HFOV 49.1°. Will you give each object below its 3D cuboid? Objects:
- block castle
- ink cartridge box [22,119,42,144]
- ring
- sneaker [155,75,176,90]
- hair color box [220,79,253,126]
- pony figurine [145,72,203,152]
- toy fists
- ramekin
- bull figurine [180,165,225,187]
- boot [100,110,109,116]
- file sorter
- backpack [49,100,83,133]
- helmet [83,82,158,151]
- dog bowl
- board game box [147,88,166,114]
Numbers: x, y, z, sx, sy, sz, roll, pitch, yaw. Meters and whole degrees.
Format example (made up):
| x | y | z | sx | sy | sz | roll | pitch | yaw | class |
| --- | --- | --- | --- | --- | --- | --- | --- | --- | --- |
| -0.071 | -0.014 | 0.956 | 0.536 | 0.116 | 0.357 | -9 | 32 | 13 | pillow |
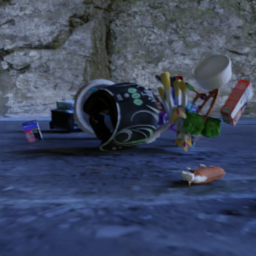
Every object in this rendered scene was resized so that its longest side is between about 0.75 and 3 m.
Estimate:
| x | y | z | sx | sy | sz | roll | pitch | yaw | class |
| --- | --- | --- | --- | --- | --- | --- | --- | --- | --- |
| 2.593 | -1.501 | 12.848 | 1.790 | 1.196 | 0.840 | 32 | 9 | -20 | block castle |
| -3.768 | 0.152 | 11.016 | 0.545 | 1.151 | 0.213 | -16 | 53 | -16 | ink cartridge box |
| 3.217 | -0.690 | 12.262 | 0.234 | 2.443 | 2.443 | 30 | 5 | 1 | ring |
| 1.710 | -1.994 | 11.866 | 1.289 | 0.583 | 0.429 | 42 | 21 | 27 | sneaker |
| 3.396 | -0.785 | 8.743 | 0.409 | 1.281 | 0.710 | 27 | -13 | 38 | hair color box |
| 1.652 | -0.341 | 10.038 | 2.225 | 2.672 | 2.580 | -8 | -12 | -1 | pony figurine |
| 2.359 | -0.037 | 8.907 | 1.319 | 0.672 | 0.454 | 10 | 18 | -18 | toy fists |
| 2.679 | -1.738 | 8.903 | 1.245 | 0.580 | 1.245 | -21 | 37 | 17 | ramekin |
| 1.392 | 0.913 | 5.460 | 0.969 | 0.316 | 0.588 | -1 | 4 | -19 | bull figurine |
| -0.592 | -1.009 | 11.275 | 0.495 | 1.311 | 0.483 | 27 | -17 | 41 | boot |
| -0.817 | -1.034 | 12.679 | 1.724 | 1.196 | 1.057 | 14 | 9 | 12 | file sorter |
| -3.208 | -0.741 | 17.541 | 2.457 | 1.973 | 2.685 | 8 | 4 | 41 | backpack |
| -0.114 | -0.375 | 9.396 | 2.274 | 2.385 | 2.385 | -3 | 5 | -45 | helmet |
| -1.274 | -0.912 | 13.348 | 2.830 | 2.830 | 0.830 | -1 | 5 | -10 | dog bowl |
| 0.521 | -0.562 | 11.328 | 1.846 | 1.251 | 0.319 | -39 | 0 | -1 | board game box |
